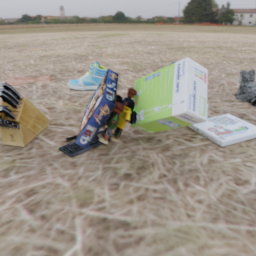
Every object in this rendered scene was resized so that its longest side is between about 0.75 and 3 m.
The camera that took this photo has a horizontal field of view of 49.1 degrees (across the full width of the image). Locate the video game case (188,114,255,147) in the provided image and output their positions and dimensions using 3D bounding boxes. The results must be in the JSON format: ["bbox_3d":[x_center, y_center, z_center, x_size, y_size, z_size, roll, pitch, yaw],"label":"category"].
[{"bbox_3d":[3.867,0.029,11.120,2.179,0.258,1.983,-12,27,-23],"label":"video game case"}]

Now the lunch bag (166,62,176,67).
[{"bbox_3d":[3.108,-3.303,17.439,1.729,1.144,1.174,23,48,38],"label":"lunch bag"}]

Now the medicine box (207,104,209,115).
[{"bbox_3d":[2.449,-0.800,12.279,1.579,0.813,1.438,-6,25,-13],"label":"medicine box"}]

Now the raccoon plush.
[{"bbox_3d":[6.440,-2.069,14.192,1.108,1.534,2.290,-11,27,-23],"label":"raccoon plush"}]

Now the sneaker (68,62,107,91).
[{"bbox_3d":[-2.313,-3.042,16.243,2.482,1.621,0.987,0,25,2],"label":"sneaker"}]

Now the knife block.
[{"bbox_3d":[-3.953,-0.699,10.088,0.890,2.441,2.781,6,25,11],"label":"knife block"}]

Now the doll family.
[{"bbox_3d":[-0.297,-0.540,9.723,1.099,1.619,2.800,21,18,-18],"label":"doll family"}]

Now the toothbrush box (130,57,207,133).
[{"bbox_3d":[1.386,-1.017,9.925,1.136,1.922,2.639,18,-21,-35],"label":"toothbrush box"}]

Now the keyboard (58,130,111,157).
[{"bbox_3d":[-1.636,0.451,10.283,1.282,0.208,2.017,21,31,39],"label":"keyboard"}]

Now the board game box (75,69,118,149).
[{"bbox_3d":[-0.988,-0.739,9.380,0.458,1.791,2.644,28,26,-15],"label":"board game box"}]
